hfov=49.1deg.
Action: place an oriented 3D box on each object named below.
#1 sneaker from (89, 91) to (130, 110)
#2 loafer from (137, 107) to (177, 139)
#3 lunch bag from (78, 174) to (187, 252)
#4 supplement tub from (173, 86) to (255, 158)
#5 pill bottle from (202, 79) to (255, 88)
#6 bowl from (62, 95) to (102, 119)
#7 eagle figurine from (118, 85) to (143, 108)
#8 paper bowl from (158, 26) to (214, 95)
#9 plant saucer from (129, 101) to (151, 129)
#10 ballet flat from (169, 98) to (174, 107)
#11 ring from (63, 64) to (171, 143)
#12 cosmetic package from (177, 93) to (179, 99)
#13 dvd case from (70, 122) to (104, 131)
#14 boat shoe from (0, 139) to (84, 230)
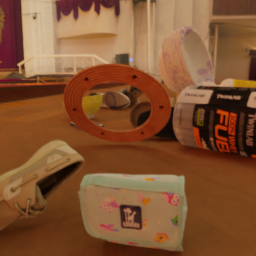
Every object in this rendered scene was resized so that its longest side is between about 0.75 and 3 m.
[{"bbox_3d":[-0.947,-1.575,15.641,2.820,1.051,1.228,11,11,40],"label":"sneaker"},{"bbox_3d":[1.602,-0.073,8.800,2.729,0.993,0.986,3,-10,-4],"label":"loafer"},{"bbox_3d":[0.104,0.863,3.004,1.031,0.738,1.210,3,-32,12],"label":"lunch bag"},{"bbox_3d":[2.665,-0.187,6.976,2.738,1.677,1.677,8,14,37],"label":"supplement tub"},{"bbox_3d":[3.968,-0.855,9.752,2.862,1.593,1.593,9,13,10],"label":"pill bottle"},{"bbox_3d":[-1.837,-0.819,11.778,1.663,0.895,1.663,-11,6,1],"label":"bowl"},{"bbox_3d":[0.272,-1.831,16.401,1.503,1.495,1.981,-9,22,6],"label":"eagle figurine"},{"bbox_3d":[2.359,-2.658,11.890,1.514,2.912,2.912,-14,1,38],"label":"paper bowl"},{"bbox_3d":[0.619,-0.340,9.453,1.165,1.165,0.172,0,-16,1],"label":"plant saucer"},{"bbox_3d":[1.914,-1.570,16.371,0.713,0.659,2.115,-10,15,-39],"label":"ballet flat"},{"bbox_3d":[-0.276,-0.535,6.976,2.656,2.656,0.255,1,49,5],"label":"ring"},{"bbox_3d":[3.389,-1.182,13.671,1.369,0.966,2.644,-2,11,-8],"label":"cosmetic package"},{"bbox_3d":[-1.543,-0.092,10.397,0.860,0.141,1.144,-7,14,-31],"label":"dvd case"},{"bbox_3d":[-1.301,0.845,3.589,0.551,0.612,1.695,32,59,29],"label":"boat shoe"}]
